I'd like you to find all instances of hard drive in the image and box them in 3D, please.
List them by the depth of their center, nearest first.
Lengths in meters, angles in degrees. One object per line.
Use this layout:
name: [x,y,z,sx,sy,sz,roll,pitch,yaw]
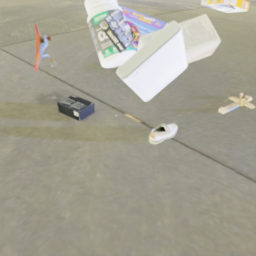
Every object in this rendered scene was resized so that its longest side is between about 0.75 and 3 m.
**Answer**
hard drive: [0.814,-1.661,7.831,1.804,2.736,0.365,-40,75,8]

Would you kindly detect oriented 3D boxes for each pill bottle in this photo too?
pill bottle: [-0.775,-4.061,11.688,1.570,2.776,1.570,-18,-1,0]

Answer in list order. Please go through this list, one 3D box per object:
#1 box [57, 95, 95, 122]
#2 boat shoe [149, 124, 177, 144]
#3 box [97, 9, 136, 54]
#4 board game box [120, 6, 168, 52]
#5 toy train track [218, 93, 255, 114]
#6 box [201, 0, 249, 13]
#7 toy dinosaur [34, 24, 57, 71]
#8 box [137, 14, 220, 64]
box: [-2.135,-0.830,11.486,1.275,0.503,0.900,23,43,31]
boat shoe: [1.309,0.116,10.088,0.502,0.460,1.344,29,43,36]
box: [-0.306,-3.134,8.995,0.345,1.132,1.404,-25,23,30]
board game box: [0.616,-4.396,13.167,2.604,1.751,0.583,26,59,12]
toy train track: [4.653,-1.093,12.045,2.065,0.336,1.184,-23,40,-30]
box: [3.446,-4.315,9.784,1.559,0.323,0.928,2,14,-30]
toy dinosaur: [-3.611,-3.090,11.324,0.823,1.568,1.423,18,74,51]
box: [1.692,-2.813,9.666,2.516,0.978,1.195,-20,77,-8]
